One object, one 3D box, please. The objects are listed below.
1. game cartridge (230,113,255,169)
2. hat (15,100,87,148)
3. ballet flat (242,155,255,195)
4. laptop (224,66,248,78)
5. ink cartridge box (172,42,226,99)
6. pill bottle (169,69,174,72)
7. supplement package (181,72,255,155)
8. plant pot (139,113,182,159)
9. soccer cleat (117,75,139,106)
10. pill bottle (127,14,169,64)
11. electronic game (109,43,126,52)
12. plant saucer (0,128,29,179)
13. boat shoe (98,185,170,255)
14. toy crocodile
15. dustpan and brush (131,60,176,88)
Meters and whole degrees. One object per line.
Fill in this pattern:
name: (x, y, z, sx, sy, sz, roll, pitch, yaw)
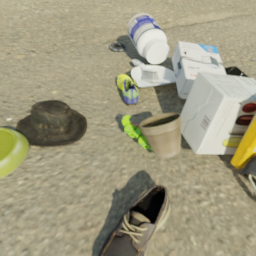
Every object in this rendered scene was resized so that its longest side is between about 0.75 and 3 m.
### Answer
game cartridge: (4.265, -0.031, 8.123, 2.337, 2.651, 0.430, -22, 50, -23)
hat: (-2.817, -0.373, 10.120, 2.630, 1.061, 2.630, 0, 39, 0)
ballet flat: (4.109, 1.945, 7.311, 1.073, 1.073, 2.937, -16, 47, -20)
laptop: (4.950, -2.479, 13.633, 1.317, 0.680, 1.167, 44, 51, 10)
ink cartridge box: (2.966, -2.388, 11.793, 1.815, 1.064, 2.479, 5, 50, -8)
pill bottle: (2.144, -2.521, 13.346, 0.911, 0.484, 0.484, 16, 41, 21)
supplement package: (3.119, -0.415, 8.960, 2.199, 2.103, 1.617, 2, 36, -21)
plant pot: (1.086, 0.262, 8.484, 1.289, 1.118, 1.289, -15, 16, 5)
soccer cleat: (-0.001, -1.854, 12.089, 0.742, 0.960, 2.294, -7, 38, -9)
pill bottle: (1.024, -4.367, 13.861, 1.539, 1.539, 2.571, -11, 51, -14)
electronic game: (-0.605, -4.690, 16.363, 0.999, 0.208, 0.999, 5, 42, -4)
plant saucer: (-4.569, 0.753, 9.085, 2.545, 0.395, 2.545, -2, 40, 1)
boat shoe: (0.122, 2.356, 6.599, 1.042, 1.026, 2.798, 19, 42, 23)
toy crocodile: (0.410, 0.233, 9.449, 1.724, 0.582, 0.532, 40, 88, 27)
dustpan and brush: (0.833, -2.682, 13.186, 2.093, 0.858, 2.999, -12, 21, -20)
